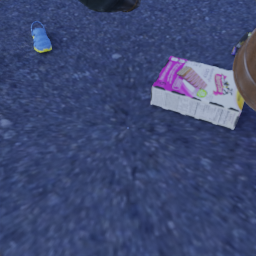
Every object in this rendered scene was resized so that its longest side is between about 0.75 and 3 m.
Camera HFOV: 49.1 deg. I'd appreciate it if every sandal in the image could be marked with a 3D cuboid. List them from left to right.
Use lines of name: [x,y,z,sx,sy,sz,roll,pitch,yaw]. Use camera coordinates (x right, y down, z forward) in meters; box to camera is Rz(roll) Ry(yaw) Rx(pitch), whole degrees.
sandal: [-2.942,-3.043,9.324,0.563,0.616,1.415,-19,54,-18]

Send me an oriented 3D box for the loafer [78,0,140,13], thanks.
loafer: [-0.874,-2.954,4.761,2.849,1.037,1.030,55,28,13]

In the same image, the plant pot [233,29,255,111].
plant pot: [2.823,-1.333,4.227,2.024,2.004,2.024,-3,72,9]

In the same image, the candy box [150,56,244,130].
candy box: [1.927,-1.017,7.512,2.265,0.691,1.545,19,51,15]

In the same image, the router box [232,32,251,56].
router box: [4.077,-2.641,9.163,0.920,0.305,1.170,28,55,22]
